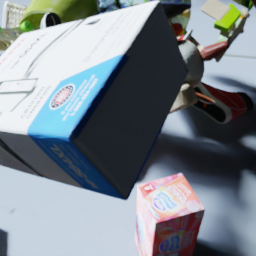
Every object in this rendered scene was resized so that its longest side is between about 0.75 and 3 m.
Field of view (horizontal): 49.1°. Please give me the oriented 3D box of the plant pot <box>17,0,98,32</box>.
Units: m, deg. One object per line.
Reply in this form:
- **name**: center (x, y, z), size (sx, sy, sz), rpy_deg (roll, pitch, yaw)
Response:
- **plant pot**: center (-1.657, -2.295, 6.634), size (1.990, 1.990, 1.916), rpy_deg (4, 36, 5)

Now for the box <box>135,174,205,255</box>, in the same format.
- **box**: center (0.635, 1.718, 4.868), size (0.865, 1.686, 0.798), rpy_deg (-12, 39, -14)

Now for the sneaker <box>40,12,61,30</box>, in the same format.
- **sneaker**: center (-1.518, -1.638, 5.491), size (0.417, 1.129, 0.448), rpy_deg (-3, 10, -35)

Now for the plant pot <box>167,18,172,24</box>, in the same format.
- **plant pot**: center (0.469, -3.771, 8.630), size (1.981, 1.981, 1.728), rpy_deg (1, 0, 1)

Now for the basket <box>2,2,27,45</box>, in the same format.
- **basket**: center (-2.941, -2.778, 7.895), size (0.782, 1.268, 0.859), rpy_deg (19, 18, 20)

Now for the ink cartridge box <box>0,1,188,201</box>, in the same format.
- **ink cartridge box**: center (-0.629, -0.295, 2.690), size (1.943, 0.819, 1.419), rpy_deg (4, 54, 37)

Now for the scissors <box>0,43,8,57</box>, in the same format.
- **scissors**: center (-3.353, -2.446, 6.417), size (1.063, 2.905, 0.202), rpy_deg (6, 58, -2)

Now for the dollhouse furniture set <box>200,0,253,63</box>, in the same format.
- **dollhouse furniture set**: center (2.827, -3.227, 8.497), size (1.134, 2.260, 1.480), rpy_deg (40, 91, 16)

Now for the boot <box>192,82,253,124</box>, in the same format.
- **boot**: center (2.975, -1.098, 9.285), size (1.555, 0.780, 2.155), rpy_deg (-22, 51, -26)

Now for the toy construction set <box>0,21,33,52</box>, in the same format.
- **toy construction set**: center (-2.026, -1.024, 4.795), size (0.907, 1.969, 1.291), rpy_deg (-1, -1, 41)

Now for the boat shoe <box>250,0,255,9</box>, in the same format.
- **boat shoe**: center (3.446, -2.498, 6.113), size (0.780, 2.401, 0.866), rpy_deg (-57, 31, -11)

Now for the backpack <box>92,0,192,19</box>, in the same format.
- **backpack**: center (0.341, -3.029, 6.094), size (1.716, 1.378, 1.876), rpy_deg (-21, 22, -40)

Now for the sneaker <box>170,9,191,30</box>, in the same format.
- **sneaker**: center (1.120, -4.106, 10.247), size (2.352, 1.031, 0.889), rpy_deg (33, 58, 23)

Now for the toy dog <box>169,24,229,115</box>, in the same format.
- **toy dog**: center (1.079, -1.165, 5.221), size (1.397, 1.913, 2.900), rpy_deg (-19, 22, 16)

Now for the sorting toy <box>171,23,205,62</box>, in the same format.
- **sorting toy**: center (1.048, -2.257, 8.372), size (2.031, 0.707, 2.019), rpy_deg (-28, 37, 9)
